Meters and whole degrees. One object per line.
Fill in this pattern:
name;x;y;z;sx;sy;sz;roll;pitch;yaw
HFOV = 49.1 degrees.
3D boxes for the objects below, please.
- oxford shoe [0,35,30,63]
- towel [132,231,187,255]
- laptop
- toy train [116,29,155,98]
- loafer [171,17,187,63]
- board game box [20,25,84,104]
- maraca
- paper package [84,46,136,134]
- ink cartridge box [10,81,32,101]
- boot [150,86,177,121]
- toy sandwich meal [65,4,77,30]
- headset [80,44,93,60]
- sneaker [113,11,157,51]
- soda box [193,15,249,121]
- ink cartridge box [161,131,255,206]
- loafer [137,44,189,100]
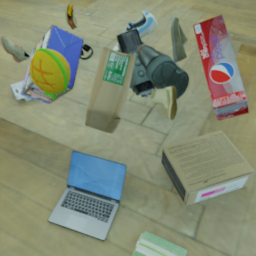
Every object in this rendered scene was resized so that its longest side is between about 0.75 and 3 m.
oxford shoe;-3.721;-2.643;9.203;0.510;1.382;0.489;-16;77;2
towel;0.650;3.833;7.541;1.382;0.212;1.812;19;47;18
laptop;-1.257;2.030;8.647;1.904;1.179;2.034;13;47;14
toy train;0.270;-2.238;9.744;1.050;2.463;1.404;-18;5;2
loafer;2.106;-3.619;11.487;0.624;1.792;0.674;-5;14;7
board game box;-2.665;-2.048;9.638;1.126;2.324;1.853;18;73;-30
maraca;-2.147;-1.410;7.536;0.966;1.805;1.238;-39;94;-33
paper package;-0.518;-0.953;7.617;0.940;1.732;1.817;15;75;-7
ink cartridge box;-4.674;-1.776;13.086;1.334;0.289;1.310;-23;49;-19
boot;0.878;-0.600;7.071;0.661;0.851;0.310;-2;-3;38
toy sandwich meal;-2.409;-4.795;12.055;0.350;1.023;1.023;0;45;7
headset;-1.823;-3.177;11.582;0.621;0.473;1.006;-36;66;-1
sneaker;0.040;-3.944;12.176;2.653;0.961;0.953;-41;39;18
soda box;2.702;-1.764;8.234;0.920;1.015;2.900;-14;67;20
ink cartridge box;2.612;1.299;9.550;2.440;0.917;2.011;-13;48;-13
loafer;1.067;-1.610;8.258;1.043;2.904;0.913;-40;69;9
